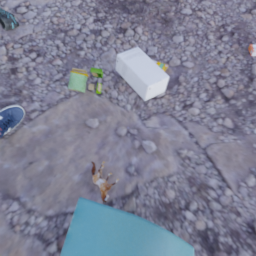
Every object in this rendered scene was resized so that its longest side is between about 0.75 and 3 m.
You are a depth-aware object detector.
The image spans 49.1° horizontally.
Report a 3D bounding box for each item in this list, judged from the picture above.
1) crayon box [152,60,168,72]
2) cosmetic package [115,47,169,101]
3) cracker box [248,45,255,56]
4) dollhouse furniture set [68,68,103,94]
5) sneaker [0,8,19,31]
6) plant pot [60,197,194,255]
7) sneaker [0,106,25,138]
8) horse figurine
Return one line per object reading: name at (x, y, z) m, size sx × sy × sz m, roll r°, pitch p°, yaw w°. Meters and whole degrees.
crayon box at (1.136, -2.390, 11.156) m, size 0.814 × 0.210 × 0.512 m, roll 21°, pitch 56°, yaw 16°
cosmetic package at (0.483, -2.029, 10.377) m, size 1.033 × 0.815 × 1.920 m, roll -26°, pitch 62°, yaw -24°
cracker box at (5.547, -3.268, 11.815) m, size 0.785 × 0.226 × 0.526 m, roll 1°, pitch 53°, yaw 0°
dollhouse furniture set at (-1.597, -1.742, 10.173) m, size 1.264 × 0.634 × 0.828 m, roll 9°, pitch 86°, yaw 3°
sneaker at (-5.728, -5.126, 13.083) m, size 0.701 × 0.667 × 1.770 m, roll -22°, pitch 61°, yaw -33°
plant pot at (-0.059, 3.023, 6.087) m, size 2.666 × 1.884 × 1.883 m, roll 14°, pitch 53°, yaw 0°
sneaker at (-4.072, 0.053, 8.784) m, size 1.970 × 0.738 × 0.832 m, roll -41°, pitch 33°, yaw -15°
horse figurine at (-0.741, 1.473, 7.994) m, size 0.292 × 0.775 × 1.170 m, roll 10°, pitch 26°, yaw -49°
